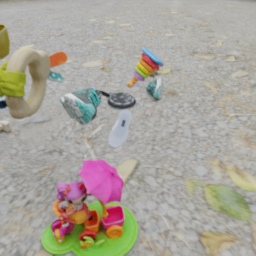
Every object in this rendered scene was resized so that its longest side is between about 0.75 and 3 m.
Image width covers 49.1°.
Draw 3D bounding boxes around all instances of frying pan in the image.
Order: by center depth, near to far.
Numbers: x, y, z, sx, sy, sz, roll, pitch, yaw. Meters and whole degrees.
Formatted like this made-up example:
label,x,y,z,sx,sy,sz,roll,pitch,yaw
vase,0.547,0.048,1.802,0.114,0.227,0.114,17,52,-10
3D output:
label,x,y,z,sx,sy,sz,roll,pitch,yaw
frying pan,-0.516,-1.612,14.150,1.453,0.391,2.401,-15,39,-22

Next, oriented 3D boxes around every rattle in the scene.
label,x,y,z,sx,sy,sz,roll,pitch,yaw
rattle,-3.202,-1.523,8.036,2.083,1.898,2.916,-7,38,14

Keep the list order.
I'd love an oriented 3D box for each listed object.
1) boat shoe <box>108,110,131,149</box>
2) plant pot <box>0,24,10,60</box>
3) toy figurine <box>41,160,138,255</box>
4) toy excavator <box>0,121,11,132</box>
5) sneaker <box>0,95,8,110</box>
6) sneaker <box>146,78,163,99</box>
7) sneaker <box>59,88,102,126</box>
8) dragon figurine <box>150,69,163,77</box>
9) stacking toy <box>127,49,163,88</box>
label,x,y,z,sx,sy,sz,roll,pitch,yaw
boat shoe,-0.173,0.074,6.167,0.373,0.331,1.014,25,56,0
plant pot,-4.519,-2.815,9.456,1.238,0.879,1.238,-9,41,8
toy figurine,-1.034,1.871,7.000,2.597,2.390,1.949,-6,34,-8
toy excavator,-5.484,0.329,10.758,1.946,0.999,2.001,-16,28,-24
sneaker,-4.559,-1.155,10.535,0.395,1.054,0.457,31,17,-44
sneaker,1.320,-1.974,14.527,0.835,0.710,1.830,-8,27,16
sneaker,-1.072,-0.686,7.040,0.981,0.834,2.151,-32,21,-14
dragon figurine,1.439,-3.389,16.703,0.745,0.441,1.498,26,43,33
stacking toy,0.460,-1.912,9.616,0.784,1.428,0.829,46,15,18
